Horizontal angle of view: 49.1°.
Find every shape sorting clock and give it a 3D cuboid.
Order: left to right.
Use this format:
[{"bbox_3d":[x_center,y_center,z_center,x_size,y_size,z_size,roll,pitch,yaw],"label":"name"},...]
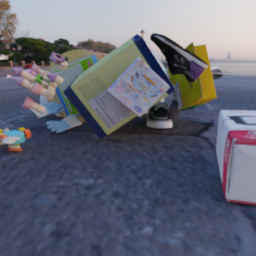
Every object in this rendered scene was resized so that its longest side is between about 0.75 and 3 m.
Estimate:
[{"bbox_3d":[-1.748,-1.529,10.430,2.660,2.660,0.522,-2,14,-6],"label":"shape sorting clock"}]

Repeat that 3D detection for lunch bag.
[{"bbox_3d":[0.522,-2.223,12.819,1.810,2.968,2.529,8,15,31],"label":"lunch bag"}]

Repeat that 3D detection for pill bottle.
[{"bbox_3d":[-2.475,-1.108,11.846,2.253,1.262,1.262,0,14,-4],"label":"pill bottle"}]

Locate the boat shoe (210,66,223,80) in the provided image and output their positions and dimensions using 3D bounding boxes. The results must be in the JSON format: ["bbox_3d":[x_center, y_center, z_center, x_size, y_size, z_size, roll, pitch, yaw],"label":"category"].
[{"bbox_3d":[3.210,-2.055,11.292,1.582,0.536,0.567,-19,-22,-33],"label":"boat shoe"}]

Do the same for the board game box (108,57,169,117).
[{"bbox_3d":[0.277,-1.021,7.236,1.134,1.131,0.233,39,18,-23],"label":"board game box"}]

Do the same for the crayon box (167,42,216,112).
[{"bbox_3d":[2.227,-1.678,9.854,0.733,1.832,2.886,-9,-3,-7],"label":"crayon box"}]

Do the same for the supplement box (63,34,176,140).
[{"bbox_3d":[-0.265,-1.417,8.828,2.620,1.761,2.623,-33,17,10],"label":"supplement box"}]

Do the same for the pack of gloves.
[{"bbox_3d":[-2.495,-0.320,9.534,1.296,0.304,1.543,42,25,10],"label":"pack of gloves"}]

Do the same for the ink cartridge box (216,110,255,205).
[{"bbox_3d":[2.898,0.453,5.577,2.060,1.195,2.791,3,16,13],"label":"ink cartridge box"}]

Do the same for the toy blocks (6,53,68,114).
[{"bbox_3d":[-2.170,-1.209,6.522,1.040,1.235,1.154,28,26,-25],"label":"toy blocks"}]

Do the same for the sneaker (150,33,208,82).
[{"bbox_3d":[1.208,-1.794,7.370,1.712,0.750,0.648,30,24,-10],"label":"sneaker"}]

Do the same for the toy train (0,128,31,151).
[{"bbox_3d":[-3.556,0.438,7.085,2.081,0.579,1.563,-1,15,8],"label":"toy train"}]

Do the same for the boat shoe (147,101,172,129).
[{"bbox_3d":[1.169,-0.585,10.524,0.929,0.860,2.517,1,14,6],"label":"boat shoe"}]

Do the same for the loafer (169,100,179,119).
[{"bbox_3d":[1.613,-0.601,9.935,0.326,0.285,0.906,21,46,-11],"label":"loafer"}]
